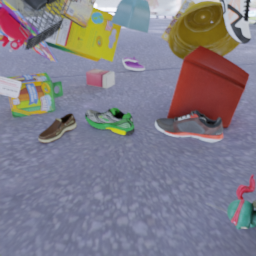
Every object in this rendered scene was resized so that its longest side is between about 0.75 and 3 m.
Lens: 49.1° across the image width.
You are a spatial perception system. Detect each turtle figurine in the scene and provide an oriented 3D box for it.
[{"bbox_3d":[2.582,1.859,4.521,2.762,1.391,2.068,17,31,19],"label":"turtle figurine"}]

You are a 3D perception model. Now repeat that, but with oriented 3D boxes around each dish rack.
[{"bbox_3d":[-1.398,-1.912,4.722,0.365,1.340,1.027,46,56,-5],"label":"dish rack"}]

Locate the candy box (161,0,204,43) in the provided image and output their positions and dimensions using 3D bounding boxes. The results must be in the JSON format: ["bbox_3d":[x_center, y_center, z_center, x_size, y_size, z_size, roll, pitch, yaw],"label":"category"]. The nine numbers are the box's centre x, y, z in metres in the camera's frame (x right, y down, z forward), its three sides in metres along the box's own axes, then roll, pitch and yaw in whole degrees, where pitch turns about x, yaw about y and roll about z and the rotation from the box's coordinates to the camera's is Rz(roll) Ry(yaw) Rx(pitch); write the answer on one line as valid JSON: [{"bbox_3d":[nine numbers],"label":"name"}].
[{"bbox_3d":[2.202,-4.085,11.212,1.009,1.730,0.489,18,21,-45],"label":"candy box"}]

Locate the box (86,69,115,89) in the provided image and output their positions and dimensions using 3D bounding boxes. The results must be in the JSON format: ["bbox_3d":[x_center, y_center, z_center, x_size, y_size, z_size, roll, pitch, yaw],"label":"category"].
[{"bbox_3d":[-1.326,-2.375,13.433,1.182,0.644,0.756,13,30,24],"label":"box"}]

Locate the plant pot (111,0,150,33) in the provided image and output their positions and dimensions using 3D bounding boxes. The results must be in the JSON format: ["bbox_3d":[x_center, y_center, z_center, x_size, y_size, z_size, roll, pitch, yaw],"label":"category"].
[{"bbox_3d":[0.152,-3.383,8.255,0.849,0.865,0.847,-5,31,-41],"label":"plant pot"}]

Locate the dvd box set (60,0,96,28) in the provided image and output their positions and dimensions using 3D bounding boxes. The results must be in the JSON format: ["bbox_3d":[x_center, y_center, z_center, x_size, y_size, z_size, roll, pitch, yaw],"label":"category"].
[{"bbox_3d":[-1.444,-3.877,8.537,0.196,1.332,0.975,26,8,36],"label":"dvd box set"}]

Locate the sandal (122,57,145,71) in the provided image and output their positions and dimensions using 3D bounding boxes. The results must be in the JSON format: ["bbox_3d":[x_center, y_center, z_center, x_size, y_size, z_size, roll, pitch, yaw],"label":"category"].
[{"bbox_3d":[0.202,-3.876,16.409,1.011,0.611,2.485,-10,29,-18],"label":"sandal"}]

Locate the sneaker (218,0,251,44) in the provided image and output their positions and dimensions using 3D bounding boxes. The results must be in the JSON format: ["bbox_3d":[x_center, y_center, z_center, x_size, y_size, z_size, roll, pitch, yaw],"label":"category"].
[{"bbox_3d":[2.923,-3.160,7.400,0.687,1.862,0.745,-22,3,-43],"label":"sneaker"}]

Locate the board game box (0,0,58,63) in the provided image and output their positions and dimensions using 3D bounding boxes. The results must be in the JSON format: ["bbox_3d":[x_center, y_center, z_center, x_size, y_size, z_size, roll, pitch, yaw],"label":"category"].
[{"bbox_3d":[-2.636,-2.069,6.047,2.015,0.497,2.551,34,-8,5],"label":"board game box"}]

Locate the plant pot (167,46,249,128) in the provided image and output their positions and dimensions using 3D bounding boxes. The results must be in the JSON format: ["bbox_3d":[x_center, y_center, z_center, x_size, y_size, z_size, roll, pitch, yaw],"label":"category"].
[{"bbox_3d":[2.887,-1.281,9.801,2.042,2.315,2.317,22,33,16],"label":"plant pot"}]

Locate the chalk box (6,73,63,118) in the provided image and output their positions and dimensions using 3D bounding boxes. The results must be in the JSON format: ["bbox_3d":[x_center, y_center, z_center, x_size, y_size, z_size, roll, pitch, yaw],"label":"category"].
[{"bbox_3d":[-3.489,-1.316,10.691,2.023,1.263,1.254,-12,29,-20],"label":"chalk box"}]

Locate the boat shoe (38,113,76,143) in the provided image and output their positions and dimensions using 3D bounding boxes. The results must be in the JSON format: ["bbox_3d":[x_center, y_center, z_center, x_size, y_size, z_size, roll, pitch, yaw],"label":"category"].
[{"bbox_3d":[-2.293,-0.056,8.985,0.564,0.565,1.528,14,30,25],"label":"boat shoe"}]

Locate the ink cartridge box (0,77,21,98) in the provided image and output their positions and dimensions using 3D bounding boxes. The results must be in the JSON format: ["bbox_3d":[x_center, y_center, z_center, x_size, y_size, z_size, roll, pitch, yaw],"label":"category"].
[{"bbox_3d":[-3.601,-1.195,8.302,0.714,0.421,1.240,13,-4,-24],"label":"ink cartridge box"}]

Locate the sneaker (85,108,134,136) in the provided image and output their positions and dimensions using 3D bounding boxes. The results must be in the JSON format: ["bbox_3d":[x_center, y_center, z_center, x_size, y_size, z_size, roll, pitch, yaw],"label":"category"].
[{"bbox_3d":[-0.620,-0.371,9.353,1.882,0.802,0.734,13,30,25],"label":"sneaker"}]

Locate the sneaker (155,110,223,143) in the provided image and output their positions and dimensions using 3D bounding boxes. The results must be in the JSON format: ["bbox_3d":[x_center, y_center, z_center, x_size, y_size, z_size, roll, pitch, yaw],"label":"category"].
[{"bbox_3d":[1.938,-0.206,8.916,2.181,0.893,0.840,9,28,17],"label":"sneaker"}]

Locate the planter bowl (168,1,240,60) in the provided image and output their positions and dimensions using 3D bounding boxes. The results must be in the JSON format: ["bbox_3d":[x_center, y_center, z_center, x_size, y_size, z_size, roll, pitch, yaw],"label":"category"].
[{"bbox_3d":[2.782,-3.718,10.233,2.726,2.726,1.135,0,61,-1],"label":"planter bowl"}]

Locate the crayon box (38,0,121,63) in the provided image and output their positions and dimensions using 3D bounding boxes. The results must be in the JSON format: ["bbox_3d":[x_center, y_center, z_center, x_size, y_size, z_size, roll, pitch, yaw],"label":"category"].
[{"bbox_3d":[-1.652,-3.399,9.781,2.643,1.678,0.671,15,-2,-18],"label":"crayon box"}]
